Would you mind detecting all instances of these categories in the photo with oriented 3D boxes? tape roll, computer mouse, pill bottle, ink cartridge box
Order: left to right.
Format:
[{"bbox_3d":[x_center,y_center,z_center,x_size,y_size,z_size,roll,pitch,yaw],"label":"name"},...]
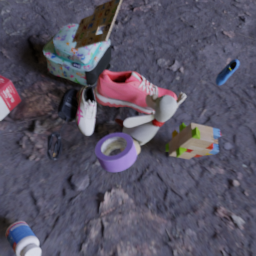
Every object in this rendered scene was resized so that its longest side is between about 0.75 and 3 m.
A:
[{"bbox_3d":[-5.763,-0.784,10.132,2.077,1.180,2.850,26,60,17],"label":"ink cartridge box"},{"bbox_3d":[-2.795,3.071,7.519,0.627,0.627,1.118,-40,41,-23],"label":"pill bottle"},{"bbox_3d":[-2.083,-0.151,8.884,0.418,0.719,2.454,-2,62,40],"label":"computer mouse"},{"bbox_3d":[-0.360,0.709,8.286,1.168,0.496,1.168,-10,38,8],"label":"tape roll"}]

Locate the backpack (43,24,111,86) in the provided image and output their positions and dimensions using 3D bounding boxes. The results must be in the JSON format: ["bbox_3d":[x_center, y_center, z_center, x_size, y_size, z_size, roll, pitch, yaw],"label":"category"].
[{"bbox_3d":[-2.144,-3.020,11.367,2.471,1.861,2.194,15,56,16],"label":"backpack"}]

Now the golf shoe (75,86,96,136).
[{"bbox_3d":[-1.299,-0.547,8.720,0.573,0.727,1.580,-1,81,-27],"label":"golf shoe"}]

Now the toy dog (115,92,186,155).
[{"bbox_3d":[0.397,-0.308,8.782,1.345,2.793,1.842,39,34,3],"label":"toy dog"}]

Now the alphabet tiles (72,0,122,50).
[{"bbox_3d":[-1.152,-3.520,9.562,2.068,0.078,1.729,3,70,44],"label":"alphabet tiles"}]

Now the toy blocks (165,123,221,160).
[{"bbox_3d":[2.207,0.504,8.823,1.335,1.953,0.976,11,61,-15],"label":"toy blocks"}]

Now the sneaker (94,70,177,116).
[{"bbox_3d":[0.326,-1.240,9.408,2.918,1.265,1.075,6,50,-8],"label":"sneaker"}]

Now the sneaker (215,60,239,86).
[{"bbox_3d":[2.862,-1.606,8.167,0.299,0.908,0.356,41,31,7],"label":"sneaker"}]
